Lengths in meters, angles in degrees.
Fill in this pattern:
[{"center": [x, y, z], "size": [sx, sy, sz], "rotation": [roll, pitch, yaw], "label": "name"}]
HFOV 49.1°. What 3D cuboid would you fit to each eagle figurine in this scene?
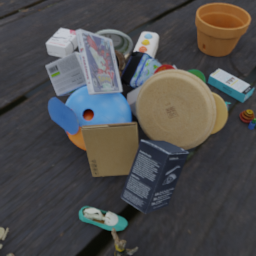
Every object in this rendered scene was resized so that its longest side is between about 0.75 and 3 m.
[{"center": [-0.504, 3.974, 7.271], "size": [1.522, 1.514, 2.006], "rotation": [44, 37, -13], "label": "eagle figurine"}]

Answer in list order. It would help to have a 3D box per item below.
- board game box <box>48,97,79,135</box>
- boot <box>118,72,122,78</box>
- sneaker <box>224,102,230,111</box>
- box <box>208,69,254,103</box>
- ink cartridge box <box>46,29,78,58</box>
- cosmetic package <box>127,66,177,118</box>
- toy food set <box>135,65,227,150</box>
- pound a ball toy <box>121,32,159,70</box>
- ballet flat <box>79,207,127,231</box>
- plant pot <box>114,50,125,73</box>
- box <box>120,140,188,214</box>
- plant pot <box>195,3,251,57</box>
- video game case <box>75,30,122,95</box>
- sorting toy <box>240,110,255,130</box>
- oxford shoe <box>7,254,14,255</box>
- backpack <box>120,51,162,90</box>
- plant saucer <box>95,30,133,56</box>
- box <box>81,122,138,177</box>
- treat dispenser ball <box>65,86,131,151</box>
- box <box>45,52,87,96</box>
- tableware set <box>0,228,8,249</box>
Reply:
[{"center": [-2.024, -0.434, 9.086], "size": [1.354, 1.070, 0.264], "rotation": [36, 47, 14], "label": "board game box"}, {"center": [-0.795, -2.320, 13.326], "size": [1.269, 0.467, 0.479], "rotation": [-25, 64, -23], "label": "boot"}, {"center": [3.480, -0.944, 11.718], "size": [1.411, 0.977, 2.337], "rotation": [-10, 58, -2], "label": "sneaker"}, {"center": [4.736, -1.976, 12.973], "size": [0.784, 0.468, 1.906], "rotation": [-35, 58, -27], "label": "box"}, {"center": [-3.454, -4.565, 15.072], "size": [1.205, 0.681, 1.644], "rotation": [15, 51, 13], "label": "ink cartridge box"}, {"center": [1.185, -1.238, 11.039], "size": [2.329, 1.244, 1.050], "rotation": [-32, 32, 22], "label": "cosmetic package"}, {"center": [1.564, -0.628, 9.373], "size": [2.842, 2.871, 0.698], "rotation": [51, 34, 2], "label": "toy food set"}, {"center": [0.549, -3.989, 14.342], "size": [1.604, 1.045, 2.459], "rotation": [12, 50, 10], "label": "pound a ball toy"}, {"center": [-0.803, 2.826, 8.763], "size": [1.584, 0.558, 0.533], "rotation": [10, 48, 8], "label": "ballet flat"}, {"center": [-0.605, -2.716, 11.423], "size": [1.118, 1.118, 1.196], "rotation": [19, 28, 16], "label": "plant pot"}, {"center": [0.770, 1.318, 7.944], "size": [0.945, 1.812, 1.341], "rotation": [25, 10, 33], "label": "box"}, {"center": [4.768, -5.046, 14.707], "size": [2.666, 1.866, 2.666], "rotation": [0, 50, 0], "label": "plant pot"}, {"center": [-0.827, -1.961, 8.682], "size": [0.230, 1.822, 2.000], "rotation": [-10, 4, 24], "label": "video game case"}, {"center": [5.236, -0.344, 11.528], "size": [1.275, 0.523, 0.766], "rotation": [28, 55, 22], "label": "sorting toy"}, {"center": [-3.612, 3.942, 7.958], "size": [0.297, 0.316, 0.844], "rotation": [24, 53, 19], "label": "oxford shoe"}, {"center": [0.825, -2.246, 12.133], "size": [1.316, 1.790, 1.638], "rotation": [32, 100, 42], "label": "backpack"}, {"center": [-0.775, -3.664, 11.967], "size": [1.945, 1.945, 0.488], "rotation": [-1, 72, -1], "label": "plant saucer"}, {"center": [-0.486, 0.754, 9.048], "size": [1.705, 2.086, 0.222], "rotation": [-4, 36, 4], "label": "box"}, {"center": [-1.124, -0.343, 10.268], "size": [2.505, 2.505, 2.505], "rotation": [0, 49, 0], "label": "treat dispenser ball"}, {"center": [-1.961, -2.080, 11.110], "size": [1.330, 1.198, 2.364], "rotation": [-20, 4, 14], "label": "box"}, {"center": [-4.001, 3.490, 8.447], "size": [0.627, 0.190, 0.949], "rotation": [-5, 42, 11], "label": "tableware set"}]
